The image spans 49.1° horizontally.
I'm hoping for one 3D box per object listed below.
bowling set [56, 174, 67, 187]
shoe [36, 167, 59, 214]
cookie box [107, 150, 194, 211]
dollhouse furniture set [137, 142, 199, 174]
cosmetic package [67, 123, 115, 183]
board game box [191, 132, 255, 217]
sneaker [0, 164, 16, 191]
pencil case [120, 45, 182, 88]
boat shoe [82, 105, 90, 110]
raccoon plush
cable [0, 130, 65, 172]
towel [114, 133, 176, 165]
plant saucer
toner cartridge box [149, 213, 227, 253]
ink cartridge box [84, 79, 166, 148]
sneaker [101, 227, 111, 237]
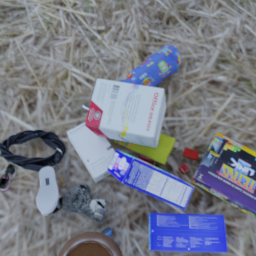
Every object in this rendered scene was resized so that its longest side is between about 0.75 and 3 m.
[{"bbox_3d":[-2.788,2.038,10.109,0.988,0.688,0.531,-33,64,-10],"label":"bowling set"},{"bbox_3d":[-2.540,2.176,9.094,0.671,0.854,1.878,-11,37,-9],"label":"shoe"},{"bbox_3d":[0.668,1.635,9.138,2.271,1.943,0.853,27,85,-18],"label":"cookie box"},{"bbox_3d":[1.514,1.022,10.456,2.122,0.863,1.142,18,67,8],"label":"dollhouse furniture set"},{"bbox_3d":[-1.277,0.832,10.529,1.184,0.851,2.097,-31,72,-16],"label":"cosmetic package"},{"bbox_3d":[3.823,1.628,10.020,2.454,0.696,2.029,29,68,9],"label":"board game box"},{"bbox_3d":[-4.471,1.800,10.345,0.407,0.437,1.012,6,65,1],"label":"sneaker"},{"bbox_3d":[0.983,-2.246,11.738,2.901,1.132,1.260,-42,101,-17],"label":"pencil case"},{"bbox_3d":[-1.438,-0.830,11.398,0.884,0.309,0.293,22,104,20],"label":"boat shoe"},{"bbox_3d":[-1.746,2.914,9.594,2.089,1.011,1.400,-33,67,4],"label":"raccoon plush"},{"bbox_3d":[-3.536,0.707,10.329,2.354,0.598,1.920,13,42,-5],"label":"cable"},{"bbox_3d":[0.563,0.476,10.312,2.343,0.212,1.008,22,86,34],"label":"towel"},{"bbox_3d":[-1.096,4.010,7.941,2.022,0.348,2.022,1,73,-2],"label":"plant saucer"},{"bbox_3d":[1.972,3.556,9.494,2.520,0.544,1.197,2,65,1],"label":"toner cartridge box"},{"bbox_3d":[0.020,-0.445,9.473,2.294,1.659,1.667,11,77,13],"label":"ink cartridge box"},{"bbox_3d":[-1.056,4.134,9.219,0.705,0.593,1.799,39,76,9],"label":"sneaker"}]
